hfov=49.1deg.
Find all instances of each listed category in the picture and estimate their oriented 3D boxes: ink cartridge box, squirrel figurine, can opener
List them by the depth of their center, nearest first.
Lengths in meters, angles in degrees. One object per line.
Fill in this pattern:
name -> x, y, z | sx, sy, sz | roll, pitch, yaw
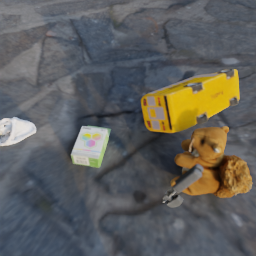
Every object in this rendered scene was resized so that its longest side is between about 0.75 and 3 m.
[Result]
can opener -> 0.995, 1.070, 4.991 | 0.360, 1.078, 0.287 | 40, 38, -1
squirrel figurine -> 1.682, 0.649, 5.396 | 1.493, 1.394, 1.057 | 28, 43, 18
ink cartridge box -> -0.827, 0.305, 6.498 | 0.621, 0.355, 1.197 | 8, 48, 7

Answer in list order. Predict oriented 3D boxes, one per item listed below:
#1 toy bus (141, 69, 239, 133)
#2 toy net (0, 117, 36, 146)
toy bus -> 1.570, -0.689, 6.448 | 2.603, 0.847, 1.019 | -25, 18, -39
toy net -> -3.539, 0.158, 6.532 | 2.604, 0.503, 1.366 | -5, 47, -5
